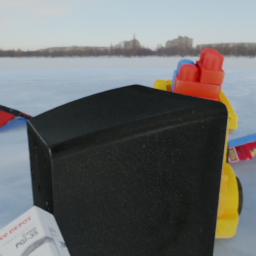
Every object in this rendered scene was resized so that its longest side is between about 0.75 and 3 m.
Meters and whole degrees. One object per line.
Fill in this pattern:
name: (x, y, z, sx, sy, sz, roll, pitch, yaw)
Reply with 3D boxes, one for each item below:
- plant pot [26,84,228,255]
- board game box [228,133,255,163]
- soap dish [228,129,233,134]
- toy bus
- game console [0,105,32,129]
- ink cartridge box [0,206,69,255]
plant pot: (-0.246, 0.613, 3.783, 1.908, 2.146, 2.151, -7, 17, -26)
board game box: (3.097, 0.454, 6.867, 2.448, 0.477, 1.934, -19, -5, 32)
soap dish: (2.865, -0.115, 9.568, 1.305, 0.530, 1.027, -5, 16, -20)
toy bus: (1.045, 0.058, 4.649, 1.766, 2.499, 2.603, 8, 30, 1)
game console: (-4.503, -0.185, 10.513, 1.874, 1.112, 1.615, 15, -10, 42)
ink cartridge box: (-0.753, 1.089, 2.138, 0.559, 0.316, 0.763, -35, 53, -5)
